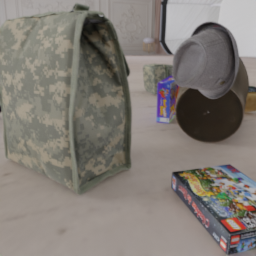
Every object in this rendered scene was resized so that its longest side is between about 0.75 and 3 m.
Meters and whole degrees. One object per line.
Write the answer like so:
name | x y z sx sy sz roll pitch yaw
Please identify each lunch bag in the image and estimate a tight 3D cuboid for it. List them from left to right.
lunch bag | -1.271 -0.683 5.397 2.453 2.991 1.758 13 22 37
lunch bag | 1.722 -2.352 13.132 1.651 1.371 1.968 -10 15 -11

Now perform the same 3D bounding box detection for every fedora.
fedora | 1.376 -1.248 5.527 0.745 1.460 1.650 -17 -11 -21

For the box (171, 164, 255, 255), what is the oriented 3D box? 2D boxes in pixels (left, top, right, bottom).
box | 1.518 1.096 4.218 1.154 0.318 1.690 -5 18 -15

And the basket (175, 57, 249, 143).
basket | 2.318 -0.948 7.775 1.924 2.551 2.829 -21 16 28

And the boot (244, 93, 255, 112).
boot | 3.480 -0.720 9.152 1.773 0.669 2.024 -5 6 31

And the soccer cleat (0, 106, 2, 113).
soccer cleat | -4.467 -0.314 8.421 0.688 0.573 1.699 25 31 24

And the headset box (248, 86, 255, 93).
headset box | 4.767 -1.289 11.219 1.128 0.601 1.296 -2 18 -7

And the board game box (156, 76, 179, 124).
board game box | 1.381 -0.994 9.252 0.411 1.234 1.835 7 19 20
